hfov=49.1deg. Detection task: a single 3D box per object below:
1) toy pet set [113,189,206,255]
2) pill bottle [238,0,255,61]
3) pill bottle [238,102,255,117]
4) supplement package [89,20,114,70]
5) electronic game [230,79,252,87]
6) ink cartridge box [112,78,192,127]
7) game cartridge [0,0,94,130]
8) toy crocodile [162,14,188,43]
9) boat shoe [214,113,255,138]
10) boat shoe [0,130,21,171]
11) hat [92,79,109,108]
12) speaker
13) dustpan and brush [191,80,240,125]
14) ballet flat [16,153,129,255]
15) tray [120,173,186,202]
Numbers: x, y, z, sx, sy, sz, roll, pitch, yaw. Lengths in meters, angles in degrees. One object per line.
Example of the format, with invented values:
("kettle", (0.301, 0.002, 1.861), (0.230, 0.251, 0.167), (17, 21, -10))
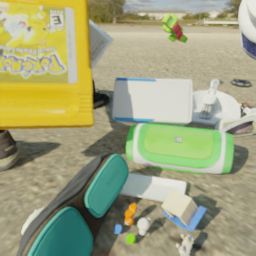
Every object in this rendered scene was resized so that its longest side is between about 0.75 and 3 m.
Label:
("toy pet set", (0.623, 1.600, 4.530), (1.230, 0.653, 1.149), (20, 65, 45))
("pill bottle", (3.406, -2.553, 6.548), (1.539, 1.539, 2.571), (11, 3, 24))
("pill bottle", (4.007, -0.576, 9.492), (0.484, 0.484, 0.911), (-3, 23, -8))
("supplement package", (-1.880, -2.091, 7.111), (2.199, 2.103, 1.617), (36, 15, -11))
("electronic game", (5.479, -2.168, 13.586), (0.999, 0.208, 0.999), (3, 26, -1))
("ink cartridge box", (0.667, -0.575, 7.564), (1.815, 1.064, 2.479), (3, -1, 6))
("game cartridge", (-1.842, -1.294, 5.155), (2.337, 2.651, 0.430), (-2, -12, -16))
("toy crocodile", (1.653, -3.458, 9.872), (0.532, 0.582, 1.724), (41, 8, 26))
("boat shoe", (3.378, -0.012, 8.058), (1.686, 0.621, 0.541), (-5, 29, -2))
("boat shoe", (-3.970, 0.383, 6.518), (2.798, 1.026, 1.042), (-2, 23, -5))
("hat", (-2.005, -1.554, 11.086), (2.630, 1.061, 2.630), (-1, 24, 0))
("speaker", (1.150, 0.459, 6.411), (2.284, 1.010, 1.010), (6, 24, 13))
("dustpan and brush", (2.988, -1.056, 10.130), (2.093, 0.858, 2.999), (9, 24, 20))
("ballet flat", (-0.913, 1.415, 4.367), (1.073, 1.073, 2.937), (9, 31, 19))
("tray", (0.451, 1.237, 5.638), (1.360, 0.151, 0.730), (6, 23, 15))
